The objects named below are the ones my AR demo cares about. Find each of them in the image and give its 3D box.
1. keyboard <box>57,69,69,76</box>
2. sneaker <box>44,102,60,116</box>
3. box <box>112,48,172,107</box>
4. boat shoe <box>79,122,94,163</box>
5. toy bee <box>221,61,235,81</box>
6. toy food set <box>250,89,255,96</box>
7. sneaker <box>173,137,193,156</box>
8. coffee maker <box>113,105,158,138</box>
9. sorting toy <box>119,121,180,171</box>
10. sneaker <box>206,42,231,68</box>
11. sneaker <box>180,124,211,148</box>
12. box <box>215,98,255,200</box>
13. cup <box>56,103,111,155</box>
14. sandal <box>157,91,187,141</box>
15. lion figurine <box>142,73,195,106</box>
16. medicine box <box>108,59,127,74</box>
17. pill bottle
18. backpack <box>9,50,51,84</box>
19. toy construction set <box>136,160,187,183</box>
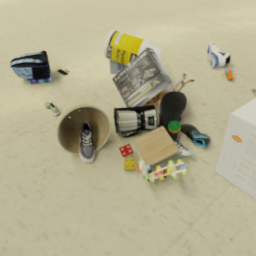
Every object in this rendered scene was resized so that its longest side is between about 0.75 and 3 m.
[{"bbox_3d":[-3.615,-3.171,15.781,0.802,0.083,0.510,32,49,33],"label":"keyboard"},{"bbox_3d":[-3.455,-0.992,12.697,0.425,0.490,1.105,-29,47,-31],"label":"sneaker"},{"bbox_3d":[0.548,-2.077,12.269,0.548,2.266,1.795,-4,62,-56],"label":"box"},{"bbox_3d":[-1.565,0.481,10.400,0.581,0.722,1.556,-5,49,-13],"label":"boat shoe"},{"bbox_3d":[5.457,-2.978,15.237,0.750,0.623,1.145,17,65,8],"label":"toy bee"},{"bbox_3d":[6.471,-1.780,13.985,0.507,0.126,0.798,-7,39,-9],"label":"toy food set"},{"bbox_3d":[1.938,0.657,10.297,0.942,0.659,0.366,5,16,19],"label":"sneaker"},{"bbox_3d":[0.280,-0.463,11.514,1.706,1.149,1.638,-4,38,-7],"label":"coffee maker"},{"bbox_3d":[0.938,0.792,10.241,2.631,0.445,1.268,-25,51,-6],"label":"sorting toy"},{"bbox_3d":[5.390,-4.202,16.587,1.198,0.838,2.075,3,45,-2],"label":"sneaker"},{"bbox_3d":[2.558,0.288,10.930,1.334,0.488,0.546,28,43,16],"label":"sneaker"},{"bbox_3d":[4.154,0.747,8.810,1.373,2.583,1.967,-27,46,-30],"label":"box"},{"bbox_3d":[-1.821,-0.175,10.623,1.991,1.991,1.424,-14,32,-17],"label":"cup"},{"bbox_3d":[1.761,-0.416,11.887,1.111,0.666,2.957,14,56,9],"label":"sandal"},{"bbox_3d":[1.756,-1.683,13.030,2.561,1.568,0.928,-3,50,-23],"label":"lion figurine"},{"bbox_3d":[-0.351,-3.898,16.050,1.535,0.867,1.685,-4,38,-4],"label":"medicine box"},{"bbox_3d":[0.237,-3.924,14.432,2.711,1.509,1.509,20,42,9],"label":"pill bottle"},{"bbox_3d":[-5.126,-3.139,14.740,1.939,1.304,1.770,-9,39,-12],"label":"backpack"},{"bbox_3d":[1.031,1.424,9.126,1.579,1.035,0.727,0,80,-7],"label":"toy construction set"}]
